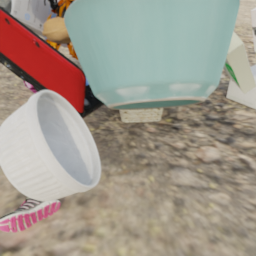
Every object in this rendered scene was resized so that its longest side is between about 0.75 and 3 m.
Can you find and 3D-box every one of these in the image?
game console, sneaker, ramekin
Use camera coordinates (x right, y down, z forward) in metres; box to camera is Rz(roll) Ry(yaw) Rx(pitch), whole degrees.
[{"bbox_3d":[-1.680,-1.655,6.214,2.824,1.676,2.434,38,35,6],"label":"game console"},{"bbox_3d":[-2.049,1.677,5.713,1.232,0.455,0.539,-18,35,-34],"label":"sneaker"},{"bbox_3d":[-0.921,0.248,3.285,0.653,1.244,1.244,-27,29,12],"label":"ramekin"}]

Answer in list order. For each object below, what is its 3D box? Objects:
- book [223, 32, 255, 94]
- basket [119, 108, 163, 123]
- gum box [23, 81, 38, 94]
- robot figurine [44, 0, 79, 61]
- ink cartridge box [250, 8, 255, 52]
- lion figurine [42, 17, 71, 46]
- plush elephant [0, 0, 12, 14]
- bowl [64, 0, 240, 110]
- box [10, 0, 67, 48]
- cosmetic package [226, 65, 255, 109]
[{"bbox_3d":[2.089,-2.130,6.744,0.599,1.666,2.493,-35,52,15],"label":"book"},{"bbox_3d":[0.382,-1.265,9.621,1.507,1.371,2.223,-2,33,-4],"label":"basket"},{"bbox_3d":[-2.993,-1.810,11.001,1.433,0.835,2.525,-22,38,-33],"label":"gum box"},{"bbox_3d":[-1.681,-3.356,8.486,1.778,2.453,0.714,1,33,-36],"label":"robot figurine"},{"bbox_3d":[3.161,-2.301,6.371,0.687,0.950,0.400,-33,28,-33],"label":"ink cartridge box"},{"bbox_3d":[-1.126,-2.403,6.376,2.786,1.010,1.706,-21,11,31],"label":"lion figurine"},{"bbox_3d":[-3.578,-2.727,6.477,1.433,1.851,1.524,-3,49,57],"label":"plush elephant"},{"bbox_3d":[0.386,-1.056,4.514,2.718,1.422,2.718,-3,0,0],"label":"bowl"},{"bbox_3d":[-2.662,-4.060,9.160,0.550,2.082,2.670,9,0,30],"label":"box"},{"bbox_3d":[5.016,-1.693,10.644,2.413,1.024,1.299,-23,40,-32],"label":"cosmetic package"}]
